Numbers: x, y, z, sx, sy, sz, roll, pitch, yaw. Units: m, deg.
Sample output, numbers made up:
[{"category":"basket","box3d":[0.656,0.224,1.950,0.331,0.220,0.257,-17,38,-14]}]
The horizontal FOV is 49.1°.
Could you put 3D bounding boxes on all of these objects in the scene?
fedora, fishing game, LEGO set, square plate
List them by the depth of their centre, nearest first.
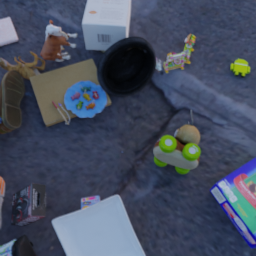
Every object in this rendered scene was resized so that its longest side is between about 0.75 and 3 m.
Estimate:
[{"category":"square plate","box3d":[-0.789,3.060,7.701,2.032,0.289,2.013,-22,93,5]},{"category":"fishing game","box3d":[-1.481,-1.019,9.655,2.088,0.325,1.495,-32,72,-16]},{"category":"fedora","box3d":[-0.158,-2.233,9.961,2.261,2.261,1.033,-25,36,-10]},{"category":"LEGO set","box3d":[1.941,-2.858,10.483,2.213,0.824,1.018,-35,71,-14]}]

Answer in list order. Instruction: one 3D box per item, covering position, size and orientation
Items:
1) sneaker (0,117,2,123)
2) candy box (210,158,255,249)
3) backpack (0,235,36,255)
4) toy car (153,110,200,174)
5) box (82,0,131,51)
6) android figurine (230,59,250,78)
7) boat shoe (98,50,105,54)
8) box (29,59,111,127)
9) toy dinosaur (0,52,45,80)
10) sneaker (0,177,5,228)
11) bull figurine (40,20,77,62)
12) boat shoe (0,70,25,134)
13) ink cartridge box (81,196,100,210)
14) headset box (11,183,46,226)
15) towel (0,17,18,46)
[{"category":"sneaker","box3d":[-4.302,0.049,8.172,1.120,0.942,2.857,-6,55,-18]},{"category":"candy box","box3d":[4.085,1.996,8.354,2.423,0.933,2.049,-29,69,-13]},{"category":"backpack","box3d":[-3.389,3.851,7.408,1.730,1.330,1.411,-16,101,12]},{"category":"toy car","box3d":[1.674,0.320,8.819,1.402,1.460,1.777,19,64,7]},{"category":"box","box3d":[-0.743,-4.265,10.695,1.571,1.231,2.526,4,60,2]},{"category":"android figurine","box3d":[4.246,-2.276,10.599,0.716,0.162,0.787,10,68,5]},{"category":"boat shoe","box3d":[-0.822,-2.925,10.815,0.876,0.284,0.321,40,54,20]},{"category":"box","box3d":[-2.071,-1.326,10.030,2.414,0.257,1.973,-20,72,-11]},{"category":"toy dinosaur","box3d":[-3.511,-2.019,10.349,2.388,0.721,1.268,27,86,0]},{"category":"sneaker","box3d":[-4.490,2.561,8.260,1.272,0.881,2.271,-4,59,5]},{"category":"bull figurine","box3d":[-2.487,-3.000,9.928,1.147,1.889,0.615,5,68,-29]},{"category":"boat shoe","box3d":[-4.180,-0.937,9.610,0.814,0.861,2.394,-24,54,26]},{"category":"ink cartridge box","box3d":[-1.093,2.445,8.265,0.580,0.325,0.850,-10,31,-3]},{"category":"headset box","box3d":[-2.822,2.191,8.023,1.249,0.468,0.928,-30,55,35]},{"category":"towel","box3d":[-5.196,-3.760,11.207,1.316,0.212,1.257,-21,68,-9]}]
